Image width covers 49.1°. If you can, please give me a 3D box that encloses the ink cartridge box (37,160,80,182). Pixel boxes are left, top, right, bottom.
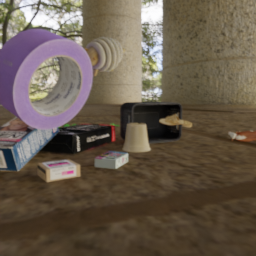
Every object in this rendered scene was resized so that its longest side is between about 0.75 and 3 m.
[{"bbox_3d":[-1.633,0.992,6.587,0.823,0.309,0.678,-4,7,-34],"label":"ink cartridge box"}]

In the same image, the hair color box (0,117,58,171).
[{"bbox_3d":[-3.057,0.286,7.949,1.190,0.720,2.379,1,24,12],"label":"hair color box"}]

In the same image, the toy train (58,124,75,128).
[{"bbox_3d":[-3.441,0.149,12.638,2.534,0.529,0.715,-1,17,-7],"label":"toy train"}]

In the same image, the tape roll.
[{"bbox_3d":[-2.194,-1.264,7.467,1.046,2.462,2.462,29,22,30],"label":"tape roll"}]

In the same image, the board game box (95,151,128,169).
[{"bbox_3d":[-0.446,0.875,7.689,0.627,0.273,0.850,4,8,21],"label":"board game box"}]

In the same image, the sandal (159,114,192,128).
[{"bbox_3d":[1.569,-0.290,9.107,1.070,0.352,0.392,9,30,-2],"label":"sandal"}]

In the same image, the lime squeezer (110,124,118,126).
[{"bbox_3d":[-0.844,-0.130,16.022,0.359,0.192,1.016,3,7,21],"label":"lime squeezer"}]

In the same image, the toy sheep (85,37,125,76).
[{"bbox_3d":[-0.733,-2.276,8.753,1.162,1.162,1.685,6,28,42],"label":"toy sheep"}]

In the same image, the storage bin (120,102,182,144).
[{"bbox_3d":[0.933,-0.246,11.377,2.319,1.568,1.087,-4,9,-26],"label":"storage bin"}]

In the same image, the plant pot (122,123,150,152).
[{"bbox_3d":[0.280,0.304,9.678,0.986,0.902,0.986,0,7,0],"label":"plant pot"}]

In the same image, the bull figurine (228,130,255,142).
[{"bbox_3d":[4.754,0.323,11.423,1.311,0.427,0.796,2,7,15],"label":"bull figurine"}]

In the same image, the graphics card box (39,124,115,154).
[{"bbox_3d":[-1.848,0.329,10.252,1.736,0.704,2.767,3,7,24],"label":"graphics card box"}]
